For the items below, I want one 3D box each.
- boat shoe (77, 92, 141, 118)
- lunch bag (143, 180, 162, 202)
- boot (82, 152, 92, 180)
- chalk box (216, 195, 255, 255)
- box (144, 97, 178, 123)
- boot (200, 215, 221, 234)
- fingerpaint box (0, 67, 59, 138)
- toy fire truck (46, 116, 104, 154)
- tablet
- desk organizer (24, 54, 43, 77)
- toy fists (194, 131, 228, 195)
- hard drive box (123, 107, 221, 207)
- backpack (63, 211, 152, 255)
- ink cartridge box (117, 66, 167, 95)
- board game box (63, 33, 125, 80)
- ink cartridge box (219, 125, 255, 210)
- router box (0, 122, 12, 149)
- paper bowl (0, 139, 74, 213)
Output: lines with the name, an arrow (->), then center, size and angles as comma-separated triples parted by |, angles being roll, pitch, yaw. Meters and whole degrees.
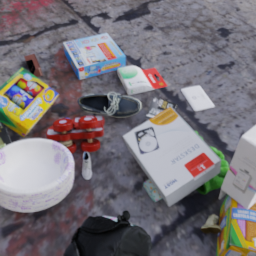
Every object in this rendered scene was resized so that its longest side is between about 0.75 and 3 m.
boat shoe -> -0.800, -1.019, 11.898 | 2.693, 0.833, 1.008 | 9, 87, 5
lunch bag -> 0.977, 2.089, 9.598 | 0.653, 0.467, 0.766 | -26, 56, -18
boot -> -1.540, 1.363, 10.250 | 0.368, 0.479, 1.002 | -7, 48, -7
chalk box -> 3.590, 2.770, 8.291 | 1.489, 1.500, 2.403 | 13, 48, 11
box -> 1.417, -0.603, 12.013 | 1.157, 0.365, 1.467 | 20, 50, 5
boot -> 2.655, 2.959, 8.653 | 0.282, 0.783, 0.606 | 51, 56, -3
fingerpaint box -> -4.377, -1.108, 11.675 | 1.937, 0.852, 2.322 | 38, 50, -11
toy fire truck -> -2.029, 0.064, 11.124 | 2.230, 1.250, 1.872 | -6, 23, -5
tablet -> 3.218, -1.396, 13.036 | 1.016, 0.107, 1.561 | -12, 48, -11
desk organizer -> -4.878, -3.205, 14.416 | 0.561, 0.522, 1.457 | -21, 51, -15
toy fists -> 2.449, 0.995, 10.254 | 1.481, 0.999, 2.905 | -28, 52, -23
hard drive box -> 1.405, 0.875, 9.381 | 2.073, 1.022, 2.660 | -33, 55, -7
backpack -> -0.591, 3.233, 7.180 | 1.535, 2.426, 2.024 | 47, 64, -16
ink cartridge box -> 0.697, -2.478, 13.780 | 2.064, 0.517, 1.661 | -15, 50, -12
board game box -> -1.821, -3.860, 14.857 | 2.571, 0.734, 2.626 | -18, 50, -16
ink cartridge box -> 3.562, 1.072, 7.691 | 1.625, 2.790, 0.941 | -31, 52, -27
router box -> -5.366, 0.626, 10.909 | 1.468, 0.488, 1.867 | -24, 52, -20
paper bowl -> -3.114, 1.627, 9.186 | 2.624, 1.365, 2.624 | 6, 34, -4
